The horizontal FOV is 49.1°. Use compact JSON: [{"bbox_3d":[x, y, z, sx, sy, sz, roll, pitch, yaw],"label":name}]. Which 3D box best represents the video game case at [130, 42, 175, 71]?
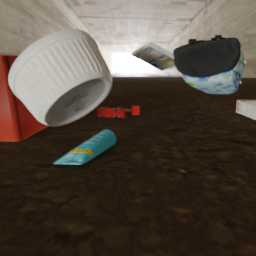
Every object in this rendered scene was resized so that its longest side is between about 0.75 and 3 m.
[{"bbox_3d":[0.969,-2.398,9.557,1.375,0.167,1.511,21,-7,-22],"label":"video game case"}]

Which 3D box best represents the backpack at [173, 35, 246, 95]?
[{"bbox_3d":[2.765,-1.906,8.950,1.954,1.842,2.395,-2,10,28],"label":"backpack"}]

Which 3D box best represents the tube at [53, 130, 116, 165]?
[{"bbox_3d":[-0.817,0.466,5.961,0.639,0.416,1.651,-9,12,27],"label":"tube"}]

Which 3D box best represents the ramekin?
[{"bbox_3d":[-1.489,-1.073,6.796,2.355,1.236,2.355,-34,-12,-9],"label":"ramekin"}]

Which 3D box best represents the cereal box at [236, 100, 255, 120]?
[{"bbox_3d":[5.392,-0.532,9.771,2.114,0.581,2.938,0,13,-2],"label":"cereal box"}]

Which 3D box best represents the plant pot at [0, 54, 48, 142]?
[{"bbox_3d":[-3.853,-0.994,8.192,2.492,2.199,2.495,1,13,6],"label":"plant pot"}]

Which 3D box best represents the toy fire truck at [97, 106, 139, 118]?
[{"bbox_3d":[-0.352,-0.632,10.763,1.442,0.351,1.017,3,13,16],"label":"toy fire truck"}]
